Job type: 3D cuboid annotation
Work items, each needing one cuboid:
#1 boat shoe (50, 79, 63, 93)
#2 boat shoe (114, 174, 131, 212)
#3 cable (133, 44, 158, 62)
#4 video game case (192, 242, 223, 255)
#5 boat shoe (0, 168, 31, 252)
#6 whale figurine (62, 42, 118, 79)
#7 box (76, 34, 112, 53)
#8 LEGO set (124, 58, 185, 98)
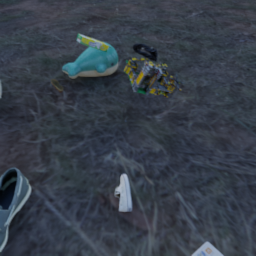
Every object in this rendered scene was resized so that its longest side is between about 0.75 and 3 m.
[{"bbox_3d":[-3.057,-1.786,11.952,0.276,0.259,0.768,-32,67,-35],"label":"boat shoe"},{"bbox_3d":[-0.180,1.848,8.025,0.429,0.436,1.229,-2,44,-7],"label":"boat shoe"},{"bbox_3d":[0.684,-2.904,10.903,1.000,0.311,1.226,18,-1,12],"label":"cable"},{"bbox_3d":[1.697,3.741,5.674,2.274,0.250,2.073,-26,45,-30],"label":"video game case"},{"bbox_3d":[-3.455,2.226,7.115,1.051,0.891,2.886,7,38,9],"label":"boat shoe"},{"bbox_3d":[-1.845,-3.355,13.891,2.821,1.464,2.244,-22,43,-25],"label":"whale figurine"},{"bbox_3d":[-1.402,-3.500,11.669,1.362,0.329,0.799,10,21,-28],"label":"box"},{"bbox_3d":[1.044,-2.168,10.856,2.242,1.299,1.724,14,44,-23],"label":"LEGO set"}]
